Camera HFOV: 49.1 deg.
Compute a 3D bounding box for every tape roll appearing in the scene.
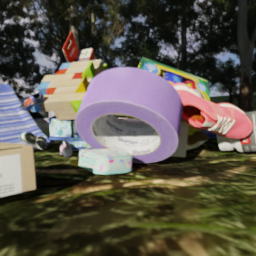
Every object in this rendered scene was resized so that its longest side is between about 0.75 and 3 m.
[{"bbox_3d":[0.039,-0.190,6.465,2.336,0.993,2.336,9,-36,7],"label":"tape roll"}]

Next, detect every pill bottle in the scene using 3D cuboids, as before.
[{"bbox_3d":[3.801,0.108,8.342,2.124,1.210,1.210,-8,-1,28],"label":"pill bottle"}]

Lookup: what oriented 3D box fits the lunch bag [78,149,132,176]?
[{"bbox_3d":[-0.546,0.740,6.209,0.937,0.450,1.168,-3,5,-37],"label":"lunch bag"}]

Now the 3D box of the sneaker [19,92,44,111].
[{"bbox_3d":[-2.778,-0.782,8.018,0.302,0.314,0.801,37,60,16],"label":"sneaker"}]

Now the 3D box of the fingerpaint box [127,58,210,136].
[{"bbox_3d":[1.573,-1.132,10.459,2.844,2.373,1.043,18,-40,-9],"label":"fingerpaint box"}]

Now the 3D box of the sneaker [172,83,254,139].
[{"bbox_3d":[2.131,-0.203,7.367,2.626,0.968,1.139,22,29,-8],"label":"sneaker"}]

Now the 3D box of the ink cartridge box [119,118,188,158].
[{"bbox_3d":[0.466,0.247,8.609,2.404,1.014,1.740,3,4,-2],"label":"ink cartridge box"}]

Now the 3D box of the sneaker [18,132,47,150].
[{"bbox_3d":[-2.800,0.375,8.285,0.412,0.371,0.955,-4,-29,33],"label":"sneaker"}]

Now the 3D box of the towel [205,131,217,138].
[{"bbox_3d":[4.760,0.333,14.358,2.063,0.340,2.849,-1,2,18],"label":"towel"}]

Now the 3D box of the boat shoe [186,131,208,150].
[{"bbox_3d":[2.107,0.431,8.949,1.220,0.423,0.432,-14,54,-42],"label":"boat shoe"}]

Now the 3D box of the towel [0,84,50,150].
[{"bbox_3d":[-3.981,-0.355,8.905,0.337,2.823,2.044,-50,-19,29],"label":"towel"}]

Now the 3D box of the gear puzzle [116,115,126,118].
[{"bbox_3d":[-0.467,-0.840,11.919,0.379,2.895,1.499,-12,23,-16],"label":"gear puzzle"}]

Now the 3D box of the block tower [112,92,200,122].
[{"bbox_3d":[0.645,-0.754,8.577,2.941,0.794,0.850,5,-13,3],"label":"block tower"}]

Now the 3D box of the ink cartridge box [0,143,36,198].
[{"bbox_3d":[-2.600,0.678,4.169,1.939,0.728,1.597,-5,4,-38],"label":"ink cartridge box"}]

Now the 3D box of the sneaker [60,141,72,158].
[{"bbox_3d":[-1.874,0.719,8.315,0.313,0.366,0.891,32,12,-21],"label":"sneaker"}]

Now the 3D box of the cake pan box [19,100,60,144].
[{"bbox_3d":[-3.437,-0.249,10.745,1.657,1.799,0.470,-2,15,-28],"label":"cake pan box"}]

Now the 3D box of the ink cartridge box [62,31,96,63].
[{"bbox_3d":[-1.627,-2.287,10.801,0.650,2.580,1.406,-5,45,12],"label":"ink cartridge box"}]

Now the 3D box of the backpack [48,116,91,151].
[{"bbox_3d":[-1.721,0.088,9.438,1.798,1.321,1.645,-1,4,3],"label":"backpack"}]

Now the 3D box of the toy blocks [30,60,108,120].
[{"bbox_3d":[-1.971,-1.261,9.162,1.997,1.460,2.921,-1,43,16],"label":"toy blocks"}]
